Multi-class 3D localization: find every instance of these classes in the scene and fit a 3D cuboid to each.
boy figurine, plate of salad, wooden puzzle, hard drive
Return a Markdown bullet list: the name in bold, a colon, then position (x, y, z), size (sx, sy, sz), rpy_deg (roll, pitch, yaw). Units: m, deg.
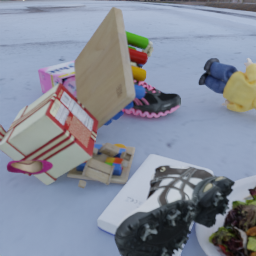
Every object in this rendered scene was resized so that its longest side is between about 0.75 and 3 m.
- **boy figurine**: position (3.523, -1.251, 8.528), size (2.708, 1.684, 0.872), rpy_deg (35, 41, 31)
- **plate of salad**: position (2.316, 1.298, 4.370), size (2.596, 0.624, 2.596), rpy_deg (-17, 17, 5)
- **wooden puzzle**: position (-0.569, 0.692, 6.401), size (1.291, 0.323, 1.394), rpy_deg (5, 30, 9)
- **hard drive**: position (0.619, 1.312, 5.303), size (1.435, 0.276, 2.175), rpy_deg (13, 32, 25)

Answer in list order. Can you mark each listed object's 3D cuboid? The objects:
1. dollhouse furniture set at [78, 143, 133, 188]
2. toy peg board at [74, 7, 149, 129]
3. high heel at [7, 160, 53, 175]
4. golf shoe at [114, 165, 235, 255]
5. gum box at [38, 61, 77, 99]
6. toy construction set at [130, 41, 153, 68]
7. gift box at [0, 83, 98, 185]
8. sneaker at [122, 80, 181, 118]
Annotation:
- **dollhouse furniture set**: position (-0.493, 0.891, 5.879), size (0.878, 0.502, 1.029), rpy_deg (24, 69, -12)
- **toy peg board**: position (-0.329, -1.234, 7.227), size (1.172, 2.397, 2.387), rpy_deg (5, 65, -33)
- **high heel**: position (-1.612, 0.648, 4.677), size (0.765, 0.258, 0.368), rpy_deg (-4, -13, -30)
- **golf shoe**: position (0.533, 1.097, 4.019), size (2.276, 0.885, 1.075), rpy_deg (-6, 26, -44)
- **gum box**: position (-1.675, -1.896, 10.354), size (2.697, 0.892, 1.530), rpy_deg (-26, 36, -37)
- **toy construction set**: position (0.069, -2.343, 8.670), size (1.503, 0.986, 0.692), rpy_deg (3, -18, -21)
- **gift box**: position (-1.696, 0.052, 5.842), size (1.494, 1.600, 1.477), rpy_deg (-32, 24, 22)
- **sneaker**: position (0.234, -1.117, 8.580), size (2.814, 1.342, 1.112), rpy_deg (4, 23, 7)
